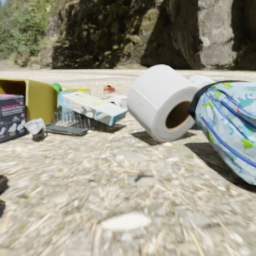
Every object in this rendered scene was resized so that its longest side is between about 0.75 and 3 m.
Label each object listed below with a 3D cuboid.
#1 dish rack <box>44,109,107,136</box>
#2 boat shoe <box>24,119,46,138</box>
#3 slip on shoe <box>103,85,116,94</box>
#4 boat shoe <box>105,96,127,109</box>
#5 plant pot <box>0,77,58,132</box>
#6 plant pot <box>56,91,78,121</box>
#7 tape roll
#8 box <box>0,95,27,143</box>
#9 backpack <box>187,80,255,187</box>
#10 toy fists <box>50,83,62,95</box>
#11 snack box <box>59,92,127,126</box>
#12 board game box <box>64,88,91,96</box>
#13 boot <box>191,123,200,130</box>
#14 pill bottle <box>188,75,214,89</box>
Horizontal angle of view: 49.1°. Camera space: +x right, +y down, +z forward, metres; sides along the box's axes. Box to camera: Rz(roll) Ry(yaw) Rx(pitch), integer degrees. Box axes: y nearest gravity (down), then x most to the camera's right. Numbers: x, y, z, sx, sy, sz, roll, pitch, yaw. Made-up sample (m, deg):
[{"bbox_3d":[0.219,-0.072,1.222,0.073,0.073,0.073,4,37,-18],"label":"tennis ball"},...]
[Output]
[{"bbox_3d":[-1.565,-0.269,8.866,1.618,0.575,2.109,6,16,25],"label":"dish rack"},{"bbox_3d":[-2.488,0.049,7.714,0.446,0.514,1.206,-29,6,-9],"label":"boat shoe"},{"bbox_3d":[-1.167,-2.470,17.623,0.587,0.485,1.584,2,13,16],"label":"slip on shoe"},{"bbox_3d":[-0.542,-0.799,10.749,1.932,0.684,0.670,-17,23,-36],"label":"boat shoe"},{"bbox_3d":[-3.196,-0.788,9.123,1.585,1.574,1.621,8,8,28],"label":"plant pot"},{"bbox_3d":[-2.108,-0.859,10.332,0.956,0.976,0.958,-9,17,-34],"label":"plant pot"},{"bbox_3d":[0.954,-0.607,7.272,1.694,1.694,1.163,-10,41,-34],"label":"tape roll"},{"bbox_3d":[-4.073,-0.327,7.804,2.056,1.180,1.359,7,16,26],"label":"box"},{"bbox_3d":[2.495,0.031,5.200,2.072,1.953,2.540,5,44,-8],"label":"backpack"},{"bbox_3d":[-3.462,-1.080,10.684,2.061,0.709,1.051,-21,13,7],"label":"toy fists"},{"bbox_3d":[-1.054,-0.632,8.570,1.807,0.335,1.050,22,21,17],"label":"snack box"},{"bbox_3d":[-2.508,-1.365,12.289,0.994,0.466,1.958,-7,2,-34],"label":"board game box"},{"bbox_3d":[1.506,-0.710,9.358,2.344,0.895,1.969,16,16,-4],"label":"boot"},{"bbox_3d":[3.733,-1.993,14.178,1.242,1.242,2.172,0,14,0],"label":"pill bottle"}]
